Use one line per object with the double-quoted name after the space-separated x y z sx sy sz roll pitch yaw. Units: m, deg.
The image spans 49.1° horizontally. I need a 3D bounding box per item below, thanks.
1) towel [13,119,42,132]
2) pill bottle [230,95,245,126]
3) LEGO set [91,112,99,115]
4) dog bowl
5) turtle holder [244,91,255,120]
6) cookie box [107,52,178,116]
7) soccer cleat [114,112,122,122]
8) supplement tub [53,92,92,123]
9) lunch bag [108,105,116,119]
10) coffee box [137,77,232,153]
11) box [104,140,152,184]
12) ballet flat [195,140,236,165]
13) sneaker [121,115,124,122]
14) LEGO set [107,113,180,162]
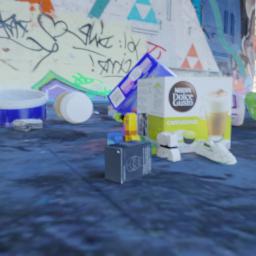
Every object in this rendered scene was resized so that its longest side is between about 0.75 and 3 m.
-3.821 -0.111 10.696 0.944 0.404 0.781 4 7 42 "towel"
3.658 -0.777 12.104 2.370 1.331 1.331 2 8 10 "pill bottle"
-2.827 -0.854 16.929 1.525 0.501 2.041 2 -4 15 "LEGO set"
-5.112 -0.972 12.563 2.832 1.115 2.832 4 18 -1 "dog bowl"
6.170 -0.885 10.941 1.973 1.844 2.597 -5 9 -30 "turtle holder"
0.814 -1.072 9.285 2.306 1.973 0.867 24 28 -46 "cookie box"
-0.002 -0.479 13.523 1.538 0.497 0.643 4 -11 36 "soccer cleat"
-2.591 -0.971 13.060 1.435 1.435 1.988 -4 9 -29 "supplement tub"
0.135 -0.874 14.871 2.210 0.835 1.771 2 5 20 "lunch bag"
1.404 -0.434 7.501 1.854 1.837 1.857 -2 8 -17 "coffee box"
0.012 0.558 4.831 0.421 0.584 0.786 7 9 42 "box"
1.848 0.490 6.115 0.434 0.434 1.211 -3 9 -21 "ballet flat"
0.682 -0.404 11.136 2.506 1.012 1.447 -3 8 40 "sneaker"
0.152 0.111 6.708 0.911 0.980 2.389 -5 9 -29 "LEGO set"
